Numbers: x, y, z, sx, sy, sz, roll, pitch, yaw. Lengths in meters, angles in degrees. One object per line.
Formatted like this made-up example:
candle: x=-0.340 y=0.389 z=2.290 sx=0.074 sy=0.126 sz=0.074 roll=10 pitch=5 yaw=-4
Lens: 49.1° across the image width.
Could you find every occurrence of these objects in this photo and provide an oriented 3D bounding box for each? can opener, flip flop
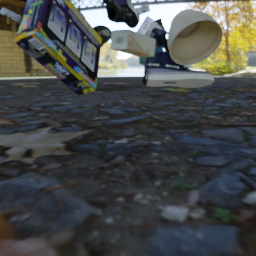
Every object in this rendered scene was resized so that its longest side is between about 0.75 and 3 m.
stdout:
can opener: x=1.406 y=-3.128 z=10.588 sx=1.589 sy=0.625 sz=0.504 roll=38 pitch=5 yaw=-34
flip flop: x=-1.509 y=-3.965 z=12.897 sx=0.659 sy=0.929 sz=2.290 roll=-11 pitch=-7 yaw=-45

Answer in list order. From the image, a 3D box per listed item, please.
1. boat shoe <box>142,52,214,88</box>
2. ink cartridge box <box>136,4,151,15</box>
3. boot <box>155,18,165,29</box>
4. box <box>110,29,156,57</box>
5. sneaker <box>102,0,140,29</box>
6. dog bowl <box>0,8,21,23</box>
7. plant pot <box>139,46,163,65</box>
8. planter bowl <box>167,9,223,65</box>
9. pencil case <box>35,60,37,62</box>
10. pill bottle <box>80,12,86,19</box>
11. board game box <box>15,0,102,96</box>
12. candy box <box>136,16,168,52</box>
boat shoe: x=1.856 y=-2.228 z=10.473 sx=2.647 sy=1.227 sz=0.988 roll=1 pitch=-13 yaw=-2
ink cartridge box: x=0.346 y=-3.895 z=9.371 sx=0.440 sy=0.257 sz=0.759 roll=2 pitch=28 yaw=43
boot: x=1.252 y=-4.754 z=13.138 sx=0.595 sy=0.772 sz=1.592 roll=-12 pitch=6 yaw=33
box: x=0.197 y=-2.854 z=9.550 sx=0.765 sy=0.626 sz=1.611 roll=10 pitch=8 yaw=38
sneaker: x=-0.269 y=-3.224 z=7.820 sx=0.710 sy=0.821 sz=1.876 roll=33 pitch=-3 yaw=21
dog bowl: x=-5.076 y=-4.898 z=12.160 sx=0.907 sy=0.266 sz=0.907 roll=26 pitch=13 yaw=-7
plant pot: x=1.150 y=-3.706 z=14.398 sx=1.209 sy=1.287 sz=1.287 roll=0 pitch=13 yaw=1
planter bowl: x=2.166 y=-3.309 z=9.787 sx=1.865 sy=1.865 sz=1.255 roll=-4 pitch=55 yaw=-16
pencil case: x=-3.351 y=-2.909 z=11.280 sx=0.829 sy=0.354 sz=0.348 roll=-20 pitch=-22 yaw=-12
pill bottle: x=-2.543 y=-4.185 z=12.046 sx=1.007 sy=1.685 sz=1.007 roll=15 pitch=-27 yaw=8
board game box: x=-1.886 y=-2.616 z=8.366 sx=0.763 sy=2.226 sz=2.693 roll=-12 pitch=-31 yaw=25
candy box: x=0.859 y=-3.592 z=10.879 sx=0.438 sy=1.026 sz=1.224 roll=47 pitch=20 yaw=28
